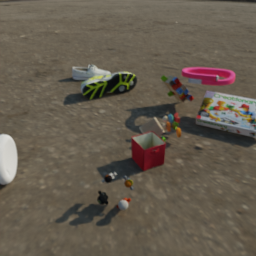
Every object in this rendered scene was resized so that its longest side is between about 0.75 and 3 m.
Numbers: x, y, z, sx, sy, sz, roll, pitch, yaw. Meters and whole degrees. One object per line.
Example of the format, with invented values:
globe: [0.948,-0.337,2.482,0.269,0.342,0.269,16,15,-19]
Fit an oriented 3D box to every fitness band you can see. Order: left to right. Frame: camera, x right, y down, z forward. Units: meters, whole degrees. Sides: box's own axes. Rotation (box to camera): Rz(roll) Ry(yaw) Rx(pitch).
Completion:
fitness band: [3.200,-2.124,11.313,2.103,0.394,1.511,13,29,26]

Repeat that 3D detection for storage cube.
storage cube: [0.633,0.728,8.949,0.801,0.842,0.937,-15,34,-23]

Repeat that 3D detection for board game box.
board game box: [4.021,-0.550,10.798,2.446,0.423,1.544,14,56,22]

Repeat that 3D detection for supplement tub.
supplement tub: [-4.386,0.946,7.997,2.004,1.447,1.447,-3,31,-6]

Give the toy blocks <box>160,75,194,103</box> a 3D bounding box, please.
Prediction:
toy blocks: [2.184,-1.643,12.099,0.780,1.562,1.068,-43,24,-2]

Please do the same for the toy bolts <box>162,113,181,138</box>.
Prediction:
toy bolts: [1.518,-0.077,9.951,0.578,0.834,0.796,-7,42,-1]

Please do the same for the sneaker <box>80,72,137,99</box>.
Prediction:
sneaker: [-0.941,-2.231,13.576,2.888,1.089,1.103,-12,34,-21]

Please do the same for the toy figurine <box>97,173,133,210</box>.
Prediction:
toy figurine: [-0.316,1.630,7.269,0.882,0.869,0.614,16,-2,4]

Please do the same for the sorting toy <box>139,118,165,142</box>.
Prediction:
sorting toy: [0.931,0.199,10.096,0.711,0.141,0.961,-34,75,8]

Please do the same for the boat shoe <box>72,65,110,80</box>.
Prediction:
boat shoe: [-2.009,-3.055,15.244,2.091,0.730,0.741,1,31,1]
